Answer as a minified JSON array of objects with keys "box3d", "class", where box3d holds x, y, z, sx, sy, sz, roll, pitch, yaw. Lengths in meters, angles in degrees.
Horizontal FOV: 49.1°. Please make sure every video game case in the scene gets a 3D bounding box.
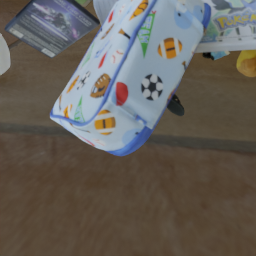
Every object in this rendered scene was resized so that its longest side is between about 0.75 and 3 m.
[{"box3d":[-2.161,-2.885,7.888,2.272,1.623,0.216,-20,57,37],"class":"video game case"},{"box3d":[2.066,-2.025,4.351,1.949,0.214,1.776,4,72,28],"class":"video game case"}]

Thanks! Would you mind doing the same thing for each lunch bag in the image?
[{"box3d":[-0.052,-0.912,3.923,2.444,0.923,1.958,-60,27,-9],"class":"lunch bag"}]

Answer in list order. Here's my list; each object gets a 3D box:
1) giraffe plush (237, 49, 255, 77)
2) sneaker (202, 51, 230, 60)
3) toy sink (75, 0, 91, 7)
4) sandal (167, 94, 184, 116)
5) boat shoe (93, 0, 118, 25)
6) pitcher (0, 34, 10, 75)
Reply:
[{"box3d":[3.406,-2.588,6.468,2.457,2.848,2.309,-9,-10,37],"class":"giraffe plush"},{"box3d":[2.442,-2.427,8.374,0.635,0.554,1.413,-33,29,12],"class":"sneaker"},{"box3d":[-1.464,-4.359,8.235,1.049,0.902,1.609,-6,-3,-33],"class":"toy sink"},{"box3d":[0.889,-0.641,5.970,0.239,0.999,0.376,-55,20,-23],"class":"sandal"},{"box3d":[-0.553,-3.220,8.163,0.707,1.962,0.696,-9,5,4],"class":"boat shoe"},{"box3d":[-2.123,-1.054,3.321,0.752,1.241,1.065,11,51,44],"class":"pitcher"}]
